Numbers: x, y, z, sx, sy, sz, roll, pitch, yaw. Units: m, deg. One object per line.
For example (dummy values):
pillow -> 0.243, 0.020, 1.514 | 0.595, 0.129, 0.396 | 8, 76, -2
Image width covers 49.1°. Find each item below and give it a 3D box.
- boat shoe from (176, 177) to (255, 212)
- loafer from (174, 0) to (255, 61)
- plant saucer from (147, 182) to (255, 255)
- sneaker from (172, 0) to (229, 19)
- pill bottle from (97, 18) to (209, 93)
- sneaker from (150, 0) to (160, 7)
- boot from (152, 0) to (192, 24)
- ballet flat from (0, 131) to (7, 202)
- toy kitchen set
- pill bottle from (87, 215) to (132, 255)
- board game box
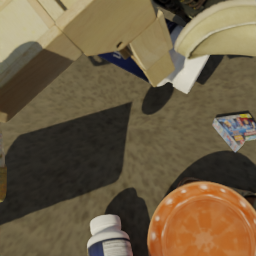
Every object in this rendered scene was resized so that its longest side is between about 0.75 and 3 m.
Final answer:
boat shoe -> 2.175, 1.537, 5.273 | 2.607, 0.936, 0.987 | 21, 53, 17
loafer -> 1.177, -0.939, 2.749 | 1.443, 0.546, 0.493 | -18, 76, -2
plant saucer -> 1.289, 1.951, 4.787 | 2.028, 0.327, 2.028 | -16, 57, 27
sneaker -> 1.005, -2.096, 4.302 | 2.245, 0.840, 1.193 | 31, 33, -5
pill bottle -> 0.466, -1.789, 6.213 | 2.492, 1.384, 1.384 | 29, 55, 9
sneaker -> 0.935, -3.598, 6.316 | 1.001, 1.109, 2.707 | -6, 11, -25
boot -> 1.238, -2.294, 5.665 | 1.693, 0.673, 1.944 | -4, 45, -50
ballet flat -> -1.443, 0.073, 2.217 | 0.743, 2.102, 0.743 | -5, 62, 10
toy kitchen set -> -0.927, -1.373, 4.259 | 2.288, 2.536, 2.069 | -41, 68, 6
pill bottle -> -0.299, 2.238, 4.803 | 0.752, 0.752, 1.354 | -9, 50, -7
board game box -> 2.705, 0.125, 6.891 | 0.935, 0.288, 0.934 | -7, 51, -6
